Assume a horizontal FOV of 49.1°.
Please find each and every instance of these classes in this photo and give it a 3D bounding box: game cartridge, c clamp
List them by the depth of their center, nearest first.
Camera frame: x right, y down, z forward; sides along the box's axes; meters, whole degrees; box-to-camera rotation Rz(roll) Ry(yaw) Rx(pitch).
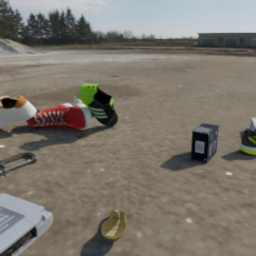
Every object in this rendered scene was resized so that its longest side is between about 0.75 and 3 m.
[{"bbox_3d":[-2.900,2.139,5.191,1.711,0.534,2.569,5,20,27],"label":"game cartridge"},{"bbox_3d":[-3.419,1.111,8.600,1.262,0.200,1.477,8,22,35],"label":"c clamp"}]

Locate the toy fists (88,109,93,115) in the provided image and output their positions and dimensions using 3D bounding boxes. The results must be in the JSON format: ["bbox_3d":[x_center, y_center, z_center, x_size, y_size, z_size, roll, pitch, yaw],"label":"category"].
[{"bbox_3d":[-1.900,-0.789,13.610,1.322,0.455,0.674,-15,31,-40],"label":"toy fists"}]

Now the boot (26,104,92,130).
[{"bbox_3d":[-2.932,-0.348,11.522,2.115,1.061,2.931,-14,16,-34],"label":"boot"}]

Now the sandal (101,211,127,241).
[{"bbox_3d":[-0.264,2.042,5.755,0.480,0.323,1.195,7,5,3],"label":"sandal"}]

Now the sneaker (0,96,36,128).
[{"bbox_3d":[-5.136,-0.735,11.444,2.700,1.143,0.983,-14,39,19],"label":"sneaker"}]

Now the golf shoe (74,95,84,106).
[{"bbox_3d":[-2.264,-1.518,14.887,0.790,0.981,2.018,2,18,14],"label":"golf shoe"}]

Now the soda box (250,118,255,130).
[{"bbox_3d":[5.145,0.098,10.920,0.566,0.526,1.656,6,19,16],"label":"soda box"}]

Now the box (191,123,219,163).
[{"bbox_3d":[2.506,0.469,9.149,0.591,0.990,1.007,11,22,32],"label":"box"}]

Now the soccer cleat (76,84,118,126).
[{"bbox_3d":[-0.962,-0.821,11.174,1.084,0.903,2.674,-2,-28,29],"label":"soccer cleat"}]

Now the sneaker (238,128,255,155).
[{"bbox_3d":[4.860,0.384,9.497,2.172,0.919,0.809,-5,21,-13],"label":"sneaker"}]
